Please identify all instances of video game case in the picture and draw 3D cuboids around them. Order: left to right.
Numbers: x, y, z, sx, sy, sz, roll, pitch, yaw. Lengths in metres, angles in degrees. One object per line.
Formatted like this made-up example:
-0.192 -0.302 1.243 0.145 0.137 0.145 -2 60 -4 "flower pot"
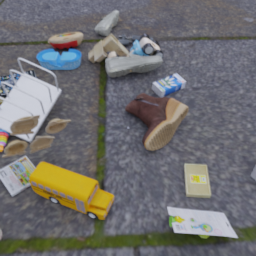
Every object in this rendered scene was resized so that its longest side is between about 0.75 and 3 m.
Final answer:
-3.753 1.630 9.667 1.119 0.141 1.230 -32 52 -28 "video game case"

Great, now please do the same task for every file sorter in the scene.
-3.963 -1.099 10.626 1.749 1.570 2.521 25 67 1 "file sorter"

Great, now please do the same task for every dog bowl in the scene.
-3.554 -3.539 14.594 2.273 0.563 1.267 1 45 0 "dog bowl"

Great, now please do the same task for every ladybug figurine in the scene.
-3.478 -4.868 15.722 1.969 0.708 1.336 -12 29 -10 "ladybug figurine"

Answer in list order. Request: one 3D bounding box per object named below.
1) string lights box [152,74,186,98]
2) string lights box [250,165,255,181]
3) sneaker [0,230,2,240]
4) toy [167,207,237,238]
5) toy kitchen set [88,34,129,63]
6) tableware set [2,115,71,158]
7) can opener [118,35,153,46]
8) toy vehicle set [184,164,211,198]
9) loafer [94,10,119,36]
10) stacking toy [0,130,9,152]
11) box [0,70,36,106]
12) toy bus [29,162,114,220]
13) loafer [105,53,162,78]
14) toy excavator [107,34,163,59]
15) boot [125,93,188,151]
1.898 -1.981 13.089 1.419 0.418 0.729 -25 55 -22 "string lights box"
5.536 1.393 9.502 2.337 0.689 1.201 -20 48 -19 "string lights box"
-4.031 3.408 7.391 0.709 0.794 1.987 2 45 2 "sneaker"
2.059 2.845 8.121 1.827 0.431 1.052 11 22 -9 "toy"
-1.002 -3.653 14.700 1.655 1.493 1.350 -33 41 24 "toy kitchen set"
-3.003 0.275 9.016 1.851 2.216 0.257 -8 58 -45 "tableware set"
0.379 -4.908 16.134 2.089 0.557 0.698 10 78 9 "can opener"
2.327 1.770 9.481 0.771 0.164 1.241 4 45 3 "toy vehicle set"
-1.277 -6.653 17.509 0.902 0.904 2.585 19 48 8 "loafer"
-4.794 0.551 10.597 0.494 0.467 0.850 -20 56 6 "stacking toy"
-4.997 -1.835 12.549 1.846 0.534 2.323 -15 34 -15 "box"
-1.733 1.943 8.731 2.531 0.991 0.824 16 47 16 "toy bus"
0.273 -3.219 13.692 2.823 0.987 0.985 -10 75 -10 "loafer"
0.360 -3.725 14.474 2.175 2.237 1.117 22 39 -36 "toy excavator"
0.793 -0.342 11.297 2.366 1.029 2.844 20 47 34 "boot"
